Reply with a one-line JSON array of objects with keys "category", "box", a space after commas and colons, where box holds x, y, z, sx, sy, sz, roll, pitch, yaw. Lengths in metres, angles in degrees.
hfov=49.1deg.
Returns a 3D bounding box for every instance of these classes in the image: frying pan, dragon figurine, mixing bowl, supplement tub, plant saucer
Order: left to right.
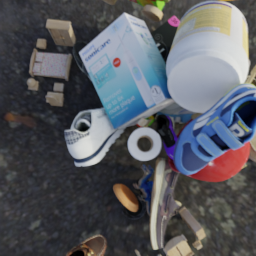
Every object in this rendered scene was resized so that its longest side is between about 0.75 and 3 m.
[{"category": "plant saucer", "box": [-0.033, 2.088, 8.530, 0.192, 1.028, 1.028, -44, 81, 8]}, {"category": "frying pan", "box": [0.230, 2.287, 9.051, 0.788, 0.212, 1.303, 7, 63, 7]}, {"category": "dragon figurine", "box": [0.677, 1.963, 8.932, 0.785, 0.464, 1.578, -21, 83, -19]}, {"category": "supplement tub", "box": [2.066, -1.872, 7.289, 1.951, 1.951, 2.684, 18, 49, 4]}, {"category": "mixing bowl", "box": [2.414, 0.585, 7.782, 1.288, 2.379, 2.379, 38, 80, -17]}]

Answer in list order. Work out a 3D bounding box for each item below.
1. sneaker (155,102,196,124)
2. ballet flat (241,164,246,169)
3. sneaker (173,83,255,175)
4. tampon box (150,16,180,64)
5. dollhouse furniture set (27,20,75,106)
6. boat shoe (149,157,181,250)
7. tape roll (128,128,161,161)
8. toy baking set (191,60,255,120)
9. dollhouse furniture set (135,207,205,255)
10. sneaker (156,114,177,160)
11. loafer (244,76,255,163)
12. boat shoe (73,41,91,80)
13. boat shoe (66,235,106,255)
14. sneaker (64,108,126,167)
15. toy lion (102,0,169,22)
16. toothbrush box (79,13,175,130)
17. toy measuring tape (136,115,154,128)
[{"category": "sneaker", "box": [2.333, -0.708, 9.132, 2.852, 1.069, 1.236, 3, 90, 1]}, {"category": "ballet flat", "box": [3.190, 1.274, 9.020, 1.153, 0.408, 0.408, 0, 77, 21]}, {"category": "sneaker", "box": [1.882, 0.081, 5.747, 0.891, 0.992, 2.411, 39, 100, -15]}, {"category": "tampon box", "box": [1.195, -2.323, 9.468, 2.107, 1.330, 1.579, -39, 81, -8]}, {"category": "dollhouse furniture set", "box": [-2.729, -2.196, 9.529, 1.361, 1.163, 2.626, 7, 78, 1]}, {"category": "boat shoe", "box": [1.129, 2.230, 8.304, 0.865, 0.960, 2.668, 3, 77, 10]}, {"category": "tape roll", "box": [0.453, 0.457, 7.798, 0.920, 0.322, 0.920, 1, 80, -4]}, {"category": "toy baking set", "box": [2.669, -1.139, 7.893, 0.276, 2.374, 1.822, 37, 58, -23]}, {"category": "dollhouse furniture set", "box": [1.284, 3.540, 8.540, 2.005, 1.039, 0.888, -34, 40, -7]}, {"category": "sneaker", "box": [1.099, 0.244, 8.037, 0.502, 0.718, 1.444, -27, 63, 25]}, {"category": "loafer", "box": [3.574, -0.292, 8.084, 1.046, 0.944, 2.766, -17, 79, -18]}, {"category": "boat shoe", "box": [-1.081, -2.070, 9.637, 0.908, 0.855, 2.527, -31, 79, -11]}, {"category": "boat shoe", "box": [-1.258, 3.517, 7.500, 0.702, 0.701, 1.993, 33, 36, 21]}, {"category": "sneaker", "box": [-0.903, -0.126, 8.379, 1.116, 2.921, 1.176, -14, 115, 24]}, {"category": "toy lion", "box": [0.075, -4.428, 8.290, 2.831, 2.714, 0.972, 27, 91, 17]}, {"category": "toothbrush box", "box": [0.029, -1.558, 8.113, 1.918, 1.117, 2.619, -29, 80, 32]}, {"category": "toy measuring tape", "box": [0.382, -0.364, 8.752, 0.750, 2.038, 0.750, 1, 93, 13]}]
